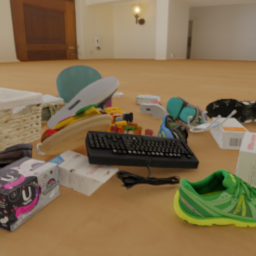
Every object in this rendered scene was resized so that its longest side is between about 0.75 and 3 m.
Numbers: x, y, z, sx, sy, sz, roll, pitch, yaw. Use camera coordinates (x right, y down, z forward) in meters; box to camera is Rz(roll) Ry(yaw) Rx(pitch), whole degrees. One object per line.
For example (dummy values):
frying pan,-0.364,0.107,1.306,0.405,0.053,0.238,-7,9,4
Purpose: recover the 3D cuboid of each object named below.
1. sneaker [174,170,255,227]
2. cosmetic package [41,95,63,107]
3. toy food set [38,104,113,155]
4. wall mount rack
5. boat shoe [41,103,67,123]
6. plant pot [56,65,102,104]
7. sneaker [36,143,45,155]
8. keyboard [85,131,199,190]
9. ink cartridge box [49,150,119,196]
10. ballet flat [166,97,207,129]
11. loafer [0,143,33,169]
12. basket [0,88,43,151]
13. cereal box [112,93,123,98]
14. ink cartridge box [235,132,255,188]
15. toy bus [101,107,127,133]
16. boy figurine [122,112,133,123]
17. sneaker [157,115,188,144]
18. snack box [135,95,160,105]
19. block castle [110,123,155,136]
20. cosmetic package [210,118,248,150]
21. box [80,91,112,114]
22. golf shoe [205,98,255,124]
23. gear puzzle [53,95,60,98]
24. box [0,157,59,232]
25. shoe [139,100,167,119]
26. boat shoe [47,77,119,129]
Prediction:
sneaker,2.026,1.297,5.318,2.284,0.955,0.846,-2,18,-6
cosmetic package,-3.709,-0.875,12.180,1.333,0.822,1.337,-16,23,-40
toy food set,-1.457,0.096,7.975,2.285,0.561,2.308,-26,-9,1
wall mount rack,2.626,-0.234,8.845,1.426,0.532,1.239,-17,15,-37
boat shoe,-3.266,-0.532,11.052,2.115,0.772,0.666,-9,7,-19
plant pot,-2.186,-1.555,12.836,2.180,2.180,1.468,-3,54,-10
sneaker,-2.671,0.597,8.589,0.271,0.273,0.753,-8,18,-21
keyboard,0.446,0.732,6.861,2.948,0.304,1.873,5,38,-21
ink cartridge box,-1.048,1.073,6.547,1.446,0.482,0.837,17,22,19
ballet flat,2.375,-0.531,11.292,1.019,1.019,2.834,-4,18,-11
loafer,-3.031,0.846,6.934,1.774,0.559,0.638,-20,-15,31
basket,-4.365,-0.387,9.316,2.634,1.625,1.785,11,18,25
cereal box,-0.817,-1.926,16.414,0.981,0.194,0.706,-3,18,-10
ink cartridge box,3.809,0.856,6.747,2.160,0.901,1.569,9,20,25
toy bus,-0.387,-0.043,9.331,0.739,1.089,1.045,-7,25,-35
boy figurine,-0.489,-0.555,11.728,0.978,0.507,1.573,-16,27,-42
sneaker,1.491,0.188,9.284,0.912,0.780,2.201,13,20,-3
snack box,1.039,-1.470,14.707,1.149,0.389,0.969,3,17,13
block castle,0.150,0.293,8.309,1.323,0.621,0.884,6,-26,21
cosmetic package,3.370,0.160,9.403,0.840,0.590,1.656,1,17,3
box,-1.255,-0.727,10.945,0.720,1.310,1.489,-9,20,-26
golf shoe,4.522,-0.618,11.483,2.834,1.102,1.339,1,-2,2
gear puzzle,-3.873,-1.302,14.445,1.250,0.316,2.413,17,28,37
box,-2.196,1.251,5.683,0.940,0.816,1.423,8,20,23
shoe,1.301,-0.879,12.457,0.792,0.622,1.741,-21,22,-30
boat shoe,-1.416,-0.668,9.547,2.886,0.817,0.990,-40,42,-15
